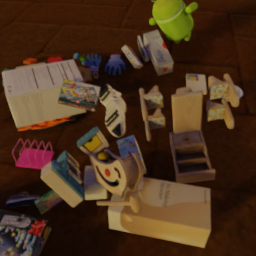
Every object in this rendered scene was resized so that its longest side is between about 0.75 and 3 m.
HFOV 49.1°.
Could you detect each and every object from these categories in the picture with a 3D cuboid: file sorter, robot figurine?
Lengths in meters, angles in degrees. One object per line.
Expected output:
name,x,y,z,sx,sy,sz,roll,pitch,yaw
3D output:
file sorter,-3.276,0.873,9.673,1.126,0.706,0.782,6,45,6
robot figurine,2.197,-5.357,13.656,2.301,2.622,1.517,-3,61,37

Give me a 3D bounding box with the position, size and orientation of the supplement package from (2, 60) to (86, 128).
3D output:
supplement package,-3.173,-1.360,10.818,2.736,1.599,1.605,-14,48,-17

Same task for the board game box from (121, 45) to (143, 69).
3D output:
board game box,0.218,-3.302,13.154,0.268,1.052,1.565,-34,4,14

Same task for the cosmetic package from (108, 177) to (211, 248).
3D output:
cosmetic package,0.902,2.304,8.001,2.722,0.968,1.432,7,41,8

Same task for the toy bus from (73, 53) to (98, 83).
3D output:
toy bus,-2.299,-2.385,12.681,0.828,1.602,1.511,-3,51,32

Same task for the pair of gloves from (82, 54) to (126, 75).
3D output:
pair of gloves,-1.242,-3.205,14.058,2.208,0.252,1.775,-1,43,-3

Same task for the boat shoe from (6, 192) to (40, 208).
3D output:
boat shoe,-3.216,2.165,8.630,1.035,0.374,0.375,-6,44,-6

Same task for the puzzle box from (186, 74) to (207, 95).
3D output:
puzzle box,3.135,-2.035,12.934,0.883,0.169,1.328,5,45,6

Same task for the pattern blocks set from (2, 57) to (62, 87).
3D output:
pattern blocks set,-4.582,-2.647,13.498,2.778,0.225,2.442,-7,46,-6

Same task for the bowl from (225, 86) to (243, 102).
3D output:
bowl,4.421,-1.426,12.145,0.964,0.433,0.964,0,45,0

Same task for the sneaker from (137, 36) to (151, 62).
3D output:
sneaker,1.203,-4.255,14.642,1.227,0.645,1.698,-18,64,-5

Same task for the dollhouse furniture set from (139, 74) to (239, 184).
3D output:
dollhouse furniture set,1.889,0.168,8.648,2.639,2.873,1.869,-9,49,5

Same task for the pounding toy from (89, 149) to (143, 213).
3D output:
pounding toy,-0.416,1.243,7.303,1.195,1.191,2.083,-20,32,-36

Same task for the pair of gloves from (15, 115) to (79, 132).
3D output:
pair of gloves,-3.377,-0.948,11.742,2.531,0.351,2.840,-7,45,-7

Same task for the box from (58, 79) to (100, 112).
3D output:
box,-1.701,-1.139,9.787,1.314,0.248,0.898,12,66,-9

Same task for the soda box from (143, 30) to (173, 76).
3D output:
soda box,1.439,-3.643,13.517,0.773,0.718,2.265,-16,61,-3

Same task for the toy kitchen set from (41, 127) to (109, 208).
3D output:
toy kitchen set,-1.457,0.852,8.365,1.761,1.295,2.198,-39,24,1

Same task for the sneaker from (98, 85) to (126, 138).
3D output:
sneaker,-0.430,-0.665,11.125,0.966,0.896,2.384,19,45,-43

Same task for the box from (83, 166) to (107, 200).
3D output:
box,-1.005,1.673,8.689,0.682,0.581,1.067,-2,23,-5

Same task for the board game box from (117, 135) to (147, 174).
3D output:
board game box,0.117,0.976,9.395,0.639,0.627,1.218,-20,57,4

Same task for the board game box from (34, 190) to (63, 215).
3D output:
board game box,-2.296,2.142,8.435,0.944,0.635,0.137,-31,51,-24

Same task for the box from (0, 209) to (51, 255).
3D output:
box,-3.872,3.178,7.464,2.962,0.591,2.028,9,46,9
